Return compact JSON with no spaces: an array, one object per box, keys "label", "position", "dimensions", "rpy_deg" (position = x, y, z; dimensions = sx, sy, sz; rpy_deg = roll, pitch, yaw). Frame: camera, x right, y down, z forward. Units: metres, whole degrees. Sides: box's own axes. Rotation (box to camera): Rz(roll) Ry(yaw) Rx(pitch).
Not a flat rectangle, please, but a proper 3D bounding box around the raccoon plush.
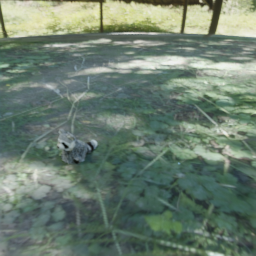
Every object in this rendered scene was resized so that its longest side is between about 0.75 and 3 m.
[{"label":"raccoon plush","position":[-2.042,0.485,10.998],"dimensions":[0.960,1.329,1.984],"rpy_deg":[9,27,19]}]
